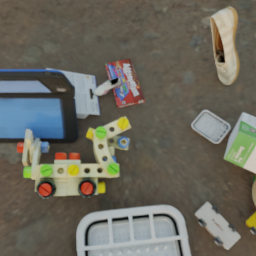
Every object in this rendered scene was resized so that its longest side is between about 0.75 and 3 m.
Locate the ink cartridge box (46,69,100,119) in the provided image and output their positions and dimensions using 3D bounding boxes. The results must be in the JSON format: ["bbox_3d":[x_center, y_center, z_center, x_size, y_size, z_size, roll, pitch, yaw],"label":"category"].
[{"bbox_3d":[-1.668,-0.987,8.284,1.531,0.331,1.503,6,58,-26],"label":"ink cartridge box"}]

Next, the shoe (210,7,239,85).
[{"bbox_3d":[2.711,-2.231,8.076,0.615,2.302,0.805,-25,36,-14],"label":"shoe"}]

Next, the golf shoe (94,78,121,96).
[{"bbox_3d":[-0.635,-1.259,8.365,0.878,0.404,0.319,-28,69,-3],"label":"golf shoe"}]

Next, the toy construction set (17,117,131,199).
[{"bbox_3d":[-1.387,0.720,6.882,2.957,1.362,1.939,-2,79,5],"label":"toy construction set"}]

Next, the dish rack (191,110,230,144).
[{"bbox_3d":[2.327,-0.009,7.944,0.925,0.201,0.794,37,69,18],"label":"dish rack"}]

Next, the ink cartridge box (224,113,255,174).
[{"bbox_3d":[3.579,0.587,6.836,2.087,0.880,1.524,26,29,15],"label":"ink cartridge box"}]

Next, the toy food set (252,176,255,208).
[{"bbox_3d":[3.802,1.741,6.884,1.521,0.370,1.505,13,60,7],"label":"toy food set"}]

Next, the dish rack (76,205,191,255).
[{"bbox_3d":[0.171,3.195,5.951,2.419,0.614,2.819,-5,61,-5],"label":"dish rack"}]

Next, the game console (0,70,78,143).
[{"bbox_3d":[-2.622,-0.409,6.818,2.538,2.166,1.502,-1,85,0],"label":"game console"}]

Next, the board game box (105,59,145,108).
[{"bbox_3d":[-0.121,-1.417,8.728,0.859,0.162,1.669,-13,62,-8],"label":"board game box"}]

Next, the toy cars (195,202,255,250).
[{"bbox_3d":[2.625,2.374,6.511,2.179,0.482,0.977,7,67,9],"label":"toy cars"}]
